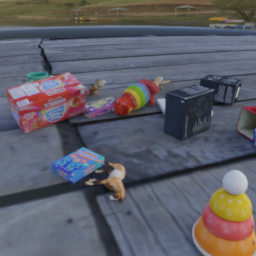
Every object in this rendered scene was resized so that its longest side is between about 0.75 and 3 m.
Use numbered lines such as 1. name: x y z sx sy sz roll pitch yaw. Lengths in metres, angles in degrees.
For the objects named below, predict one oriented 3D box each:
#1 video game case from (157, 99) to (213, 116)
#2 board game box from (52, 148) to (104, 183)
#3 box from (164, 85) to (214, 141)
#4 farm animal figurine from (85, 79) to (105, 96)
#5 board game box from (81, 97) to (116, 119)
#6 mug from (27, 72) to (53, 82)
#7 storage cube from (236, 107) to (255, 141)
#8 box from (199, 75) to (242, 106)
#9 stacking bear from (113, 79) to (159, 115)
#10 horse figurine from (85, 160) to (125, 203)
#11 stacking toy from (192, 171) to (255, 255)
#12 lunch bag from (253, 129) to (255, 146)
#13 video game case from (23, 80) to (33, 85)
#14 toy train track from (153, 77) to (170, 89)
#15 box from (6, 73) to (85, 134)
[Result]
1. video game case: 2.673 -1.005 13.586 2.207 0.261 2.009 -3 26 -6
2. board game box: -1.601 1.172 9.059 1.028 0.304 1.352 20 32 35
3. box: 2.406 -0.651 11.161 1.713 1.743 1.080 -20 30 -36
4. farm animal figurine: -1.767 -2.070 15.090 1.219 0.643 1.233 -44 20 -9
5. board game box: -1.343 -1.020 13.620 2.092 0.338 1.256 -19 36 -35
6. mug: -5.133 -2.666 16.305 1.425 0.881 1.171 18 31 32
7. storage cube: 5.082 -0.205 10.958 1.064 1.184 1.012 -3 25 -20
8. box: 4.751 -2.010 14.494 1.823 1.071 1.793 17 24 25
9. stacking bear: 0.227 -1.336 13.247 1.248 1.333 2.195 40 54 18
10. horse figurine: -0.521 1.446 8.335 1.150 0.433 1.735 8 25 8
11. stacking toy: 2.157 1.776 5.953 1.414 1.935 1.414 0 27 0
12. lunch bag: 5.444 0.385 10.072 1.397 0.865 1.188 -19 31 -19
13. video game case: -4.791 -1.627 13.340 1.051 0.957 0.116 -31 4 -17
14. toy train track: 1.781 -2.621 16.806 1.546 0.439 2.696 -4 19 15
15. box: -3.413 -1.129 11.956 2.919 1.393 1.455 -24 50 -30
